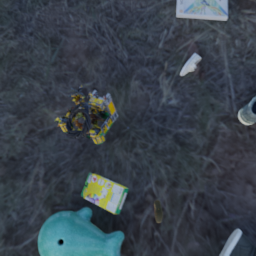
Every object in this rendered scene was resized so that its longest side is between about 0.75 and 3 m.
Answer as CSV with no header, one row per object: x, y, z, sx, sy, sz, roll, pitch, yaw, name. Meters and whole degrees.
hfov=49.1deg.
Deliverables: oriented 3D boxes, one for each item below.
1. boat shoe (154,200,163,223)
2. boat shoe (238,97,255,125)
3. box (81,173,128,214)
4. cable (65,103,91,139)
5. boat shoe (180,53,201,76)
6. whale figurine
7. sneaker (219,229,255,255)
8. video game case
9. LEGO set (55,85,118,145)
1.029,2.875,9.572,0.276,0.259,0.768,-2,53,0,boat shoe
5.661,-1.139,11.014,2.886,0.891,1.051,-34,76,-9,boat shoe
-0.735,1.907,8.265,1.362,0.329,0.799,18,83,30,box
-1.570,-0.145,8.887,1.226,0.311,1.000,-41,65,31,cable
2.638,-2.578,11.713,0.429,0.436,1.229,35,70,13,boat shoe
-1.571,3.780,9.238,2.821,1.464,2.244,11,74,3,whale figurine
3.530,4.709,9.271,1.192,0.850,2.404,36,72,15,sneaker
3.370,-5.890,12.775,2.274,0.250,2.073,5,73,1,video game case
-1.493,-0.561,9.590,2.242,1.299,1.724,25,62,33,LEGO set
